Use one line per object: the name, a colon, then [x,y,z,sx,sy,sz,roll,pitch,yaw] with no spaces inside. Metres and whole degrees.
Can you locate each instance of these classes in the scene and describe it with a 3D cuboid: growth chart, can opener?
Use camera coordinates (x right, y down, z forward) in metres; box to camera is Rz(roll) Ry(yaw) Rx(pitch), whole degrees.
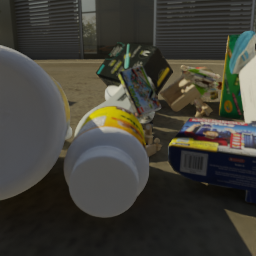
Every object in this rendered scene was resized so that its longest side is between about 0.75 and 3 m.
growth chart: [2.576,-1.627,10.552,1.593,0.195,2.202,13,-18,3]
can opener: [0.282,-0.158,8.003,0.294,0.369,1.102,-33,22,-31]

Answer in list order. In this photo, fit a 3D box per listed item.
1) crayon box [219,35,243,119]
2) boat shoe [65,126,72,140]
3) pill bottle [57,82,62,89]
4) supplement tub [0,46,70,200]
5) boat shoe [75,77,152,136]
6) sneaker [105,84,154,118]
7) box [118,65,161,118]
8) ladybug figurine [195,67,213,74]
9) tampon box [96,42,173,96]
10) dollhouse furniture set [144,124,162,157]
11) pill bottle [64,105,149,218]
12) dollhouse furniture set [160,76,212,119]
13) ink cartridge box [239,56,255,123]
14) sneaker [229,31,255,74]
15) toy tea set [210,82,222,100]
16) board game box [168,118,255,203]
crayon box: [3.552,-1.716,9.169,0.733,2.518,1.495,8,19,22]
boat shoe: [-1.838,0.074,6.753,1.349,0.496,0.441,12,-22,29]
pill bottle: [-3.359,-1.445,11.249,0.815,0.815,1.427,7,19,22]
supplement tub: [-1.944,-0.149,4.499,1.960,1.960,2.696,-3,5,-10]
boat shoe: [-0.154,-0.258,6.865,0.988,0.890,2.795,12,41,34]
sneaker: [0.090,-1.148,9.418,1.086,1.053,2.975,2,18,-29]
box: [0.204,-0.663,5.065,0.480,0.872,0.151,-21,-9,-19]
ladybug figurine: [2.764,-2.041,11.404,1.471,0.999,0.529,-21,53,-12]
tampon box: [0.232,-2.208,11.179,2.310,1.731,1.459,24,-14,45]
dollhouse furniture set: [0.245,0.261,6.003,0.639,0.546,1.233,12,20,37]
pill bottle: [-0.296,0.411,4.361,1.181,1.181,2.163,0,17,0]
dollhouse furniture set: [1.892,-0.837,9.282,1.038,1.215,2.345,-38,11,13]
ink cartridge box: [3.976,-1.004,6.337,1.820,1.788,2.473,-1,-14,-3]
sneaker: [3.144,-1.999,7.436,0.556,1.377,0.527,-1,60,1]
toy tea set: [3.617,-1.573,11.245,1.378,0.820,0.510,0,-23,39]
board game box: [2.228,0.418,5.064,2.506,0.773,2.504,7,17,22]
